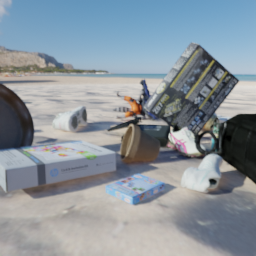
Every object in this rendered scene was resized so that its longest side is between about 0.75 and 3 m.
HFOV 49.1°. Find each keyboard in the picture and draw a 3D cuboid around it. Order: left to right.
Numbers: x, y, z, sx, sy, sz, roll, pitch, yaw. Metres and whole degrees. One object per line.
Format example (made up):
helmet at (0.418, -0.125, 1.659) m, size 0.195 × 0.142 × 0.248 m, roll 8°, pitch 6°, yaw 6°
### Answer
keyboard at (-0.043, -0.313, 12.195) m, size 1.312 × 0.499 × 2.520 m, roll -12°, pitch 5°, yaw 13°

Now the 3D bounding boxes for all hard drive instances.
hard drive at (0.816, 0.264, 11.522) m, size 1.711 × 0.403 × 2.452 m, roll 3°, pitch 12°, yaw 12°

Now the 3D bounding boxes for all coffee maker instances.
coffee maker at (3.420, 0.726, 6.916) m, size 2.698 × 1.892 × 2.809 m, roll -19°, pitch 11°, yaw 1°

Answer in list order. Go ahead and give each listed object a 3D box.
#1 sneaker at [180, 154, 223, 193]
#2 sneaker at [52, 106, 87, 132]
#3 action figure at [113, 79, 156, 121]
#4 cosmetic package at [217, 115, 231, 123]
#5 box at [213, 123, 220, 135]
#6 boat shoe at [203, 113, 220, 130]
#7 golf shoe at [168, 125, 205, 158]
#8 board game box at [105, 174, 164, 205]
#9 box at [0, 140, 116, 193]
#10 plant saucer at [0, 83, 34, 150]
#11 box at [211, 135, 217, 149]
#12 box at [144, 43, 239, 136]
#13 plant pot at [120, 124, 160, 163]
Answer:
sneaker at (2.050, 1.198, 7.089) m, size 0.708 × 0.621 × 1.766 m, roll 21°, pitch 29°, yaw 36°
sneaker at (-2.863, -0.489, 13.740) m, size 1.316 × 1.032 × 2.648 m, roll -1°, pitch 11°, yaw 13°
action figure at (0.553, -1.438, 16.168) m, size 2.659 × 2.748 × 1.437 m, roll 6°, pitch -30°, yaw -17°
cosmetic package at (4.899, -0.401, 14.829) m, size 0.991 × 0.340 × 1.315 m, roll -10°, pitch 16°, yaw -29°
box at (4.763, 0.222, 10.609) m, size 2.641 × 0.480 × 1.906 m, roll 6°, pitch -2°, yaw 30°
boat shoe at (3.908, -0.271, 13.395) m, size 0.777 × 0.849 × 2.271 m, roll 31°, pitch 26°, yaw 27°
golf shoe at (1.957, 0.447, 9.610) m, size 0.696 × 0.883 × 1.917 m, roll -2°, pitch 13°, yaw -24°
board game box at (0.178, 1.428, 6.684) m, size 0.871 × 0.211 × 1.151 m, roll 12°, pitch 17°, yaw 43°
box at (-2.110, 0.916, 7.718) m, size 2.865 × 0.590 × 2.233 m, roll -4°, pitch 9°, yaw -34°
plant saucer at (-4.213, -0.068, 8.208) m, size 0.473 × 2.950 × 2.950 m, roll -23°, pitch -4°, yaw 38°
box at (3.896, 0.618, 9.894) m, size 1.733 × 0.426 × 0.713 m, roll 7°, pitch 14°, yaw 31°
box at (2.407, -1.275, 10.593) m, size 2.387 × 2.961 × 0.727 m, roll 31°, pitch 11°, yaw -26°
plant pot at (0.416, 0.570, 8.836) m, size 1.039 × 1.192 × 1.192 m, roll 15°, pitch 9°, yaw -14°
